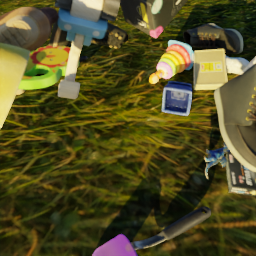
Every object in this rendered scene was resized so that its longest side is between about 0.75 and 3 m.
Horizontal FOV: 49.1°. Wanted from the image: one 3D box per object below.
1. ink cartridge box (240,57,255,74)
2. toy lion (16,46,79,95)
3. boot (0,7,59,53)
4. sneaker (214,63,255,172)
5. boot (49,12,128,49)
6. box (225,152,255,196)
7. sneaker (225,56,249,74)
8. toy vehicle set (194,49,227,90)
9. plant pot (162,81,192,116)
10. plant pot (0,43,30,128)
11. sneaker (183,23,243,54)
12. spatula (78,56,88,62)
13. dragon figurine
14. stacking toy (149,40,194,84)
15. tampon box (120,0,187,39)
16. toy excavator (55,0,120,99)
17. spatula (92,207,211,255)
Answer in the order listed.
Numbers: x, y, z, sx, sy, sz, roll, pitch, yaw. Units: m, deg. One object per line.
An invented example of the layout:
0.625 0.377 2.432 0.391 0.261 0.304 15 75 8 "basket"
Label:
5.114 -2.028 9.864 1.623 1.174 1.194 -24 71 -24 "ink cartridge box"
-3.219 -2.413 10.783 2.590 0.928 2.702 -3 43 -8 "toy lion"
-2.437 -1.441 5.075 2.439 0.883 2.029 -22 26 8 "boot"
2.660 -0.321 5.962 0.882 1.252 2.357 14 51 -27 "sneaker"
-1.005 -2.803 8.280 1.955 1.095 2.827 26 38 -9 "boot"
3.017 1.172 7.144 0.933 0.270 1.174 7 42 8 "box"
3.952 -2.425 11.042 1.760 0.673 0.711 26 55 36 "sneaker"
3.072 -2.227 10.564 1.154 0.246 1.858 1 56 13 "toy vehicle set"
1.634 -1.027 9.235 0.900 0.900 0.809 9 35 11 "plant pot"
-1.965 -0.608 3.629 0.912 1.284 1.284 22 34 -26 "plant pot"
3.683 -3.788 12.382 1.499 1.055 2.822 -18 35 -12 "sneaker"
-2.882 -2.694 11.580 2.471 0.254 0.698 -13 41 -14 "spatula"
2.359 0.801 7.351 0.618 0.366 1.242 -7 27 29 "dragon figurine"
1.511 -2.346 10.741 1.113 1.177 2.028 31 61 32 "stacking toy"
0.932 -4.395 8.927 1.386 1.646 2.196 36 84 20 "tampon box"
-1.126 -2.244 6.577 1.274 2.551 2.480 7 65 -16 "toy excavator"
0.575 2.299 5.843 2.838 0.292 0.802 -19 42 -21 "spatula"
